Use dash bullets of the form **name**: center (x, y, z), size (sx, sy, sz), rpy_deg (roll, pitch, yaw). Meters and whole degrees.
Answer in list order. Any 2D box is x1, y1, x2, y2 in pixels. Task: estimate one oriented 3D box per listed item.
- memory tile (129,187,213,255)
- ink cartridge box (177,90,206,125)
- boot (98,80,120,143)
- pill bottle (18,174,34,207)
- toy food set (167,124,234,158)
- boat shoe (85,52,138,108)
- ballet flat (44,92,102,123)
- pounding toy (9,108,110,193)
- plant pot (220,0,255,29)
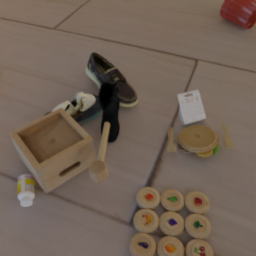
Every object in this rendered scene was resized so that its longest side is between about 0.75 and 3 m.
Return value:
- **memory tile**: center (1.064, 2.672, 6.897), size (2.017, 0.221, 2.631), rpy_deg (5, 48, 5)
- **ink cartridge box**: center (2.128, -0.702, 9.614), size (0.850, 0.263, 1.049), rpy_deg (-14, 87, -14)
- **boot**: center (-0.592, -0.492, 8.676), size (0.628, 1.392, 1.698), rpy_deg (5, 76, 5)
- **pill bottle**: center (-2.787, 1.713, 7.648), size (0.432, 0.432, 0.828), rpy_deg (-11, 48, -10)
- **toy food set**: center (2.223, 0.430, 8.945), size (1.953, 0.392, 1.348), rpy_deg (-3, 40, 8)
- **boat shoe**: center (-0.674, -1.807, 10.360), size (1.004, 0.889, 2.743), rpy_deg (-32, 61, -31)
- **ballet flat**: center (-1.794, -0.628, 9.504), size (2.640, 0.965, 0.965), rpy_deg (-33, 55, -27)
- **pounding toy**: center (-1.511, 0.761, 7.953), size (2.396, 1.248, 2.728), rpy_deg (-31, 54, -26)
- **plant pot**: center (5.772, -5.897, 14.075), size (1.609, 1.609, 1.565), rpy_deg (-27, 61, -23)
